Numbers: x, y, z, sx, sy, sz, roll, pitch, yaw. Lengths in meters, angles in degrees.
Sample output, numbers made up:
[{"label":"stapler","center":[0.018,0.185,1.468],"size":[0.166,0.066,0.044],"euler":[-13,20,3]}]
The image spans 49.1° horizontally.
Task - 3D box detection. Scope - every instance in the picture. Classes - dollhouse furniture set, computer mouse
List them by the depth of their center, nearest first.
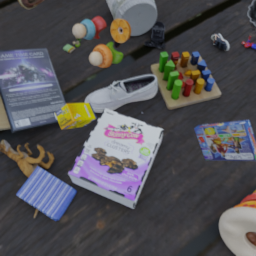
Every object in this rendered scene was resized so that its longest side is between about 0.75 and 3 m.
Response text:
[{"label":"dollhouse furniture set","center":[-2.486,-3.780,12.487],"size":[0.458,0.354,0.917],"euler":[33,65,18]},{"label":"computer mouse","center":[1.292,-4.182,12.754],"size":[0.965,0.367,1.393],"euler":[11,73,4]}]

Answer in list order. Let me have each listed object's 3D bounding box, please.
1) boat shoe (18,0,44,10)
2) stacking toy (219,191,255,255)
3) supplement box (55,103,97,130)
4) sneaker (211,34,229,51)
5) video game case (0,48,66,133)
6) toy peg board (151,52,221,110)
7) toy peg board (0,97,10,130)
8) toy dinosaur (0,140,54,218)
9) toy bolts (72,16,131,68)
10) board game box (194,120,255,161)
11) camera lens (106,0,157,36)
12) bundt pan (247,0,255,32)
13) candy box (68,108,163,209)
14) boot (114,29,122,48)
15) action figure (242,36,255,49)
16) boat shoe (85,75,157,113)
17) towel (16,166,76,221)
[{"label":"boat shoe","center":[-2.245,-4.129,7.928],"size":[1.994,0.719,0.718],"euler":[-47,36,-13]},{"label":"stacking toy","center":[4.239,2.440,8.356],"size":[2.189,2.189,2.995],"euler":[34,47,18]},{"label":"supplement box","center":[-1.479,-0.345,7.995],"size":[0.544,1.000,0.548],"euler":[-30,80,32]},{"label":"sneaker","center":[4.060,-3.764,12.446],"size":[0.430,0.425,1.083],"euler":[-11,50,-12]},{"label":"video game case","center":[-3.544,-1.463,10.169],"size":[2.137,0.284,2.992],"euler":[-15,80,-35]},{"label":"toy peg board","center":[2.323,-2.148,11.128],"size":[2.228,1.094,2.237],"euler":[-14,62,-8]},{"label":"toy peg board","center":[-4.791,-0.888,10.593],"size":[2.262,1.106,2.252],"euler":[-9,76,-5]},{"label":"toy dinosaur","center":[-3.205,1.409,9.445],"size":[1.465,0.833,2.759],"euler":[-41,76,-1]},{"label":"toy bolts","center":[-0.876,-2.764,8.450],"size":[1.581,1.510,1.096],"euler":[47,43,10]},{"label":"board game box","center":[2.225,0.323,6.407],"size":[0.226,1.312,0.888],"euler":[-31,105,-36]},{"label":"camera lens","center":[0.097,-5.644,12.643],"size":[1.930,1.930,2.413],"euler":[-16,63,-9]},{"label":"bundt pan","center":[4.491,-3.427,8.661],"size":[1.549,0.581,1.549],"euler":[-7,66,15]},{"label":"candy box","center":[-0.333,0.943,9.425],"size":[2.264,0.965,2.699],"euler":[20,62,11]},{"label":"boot","center":[-0.210,-3.346,10.434],"size":[0.309,0.827,0.401],"euler":[45,42,9]},{"label":"action figure","center":[5.597,-3.708,12.376],"size":[1.054,0.522,0.344],"euler":[19,62,14]},{"label":"boat shoe","center":[-0.245,-1.383,10.736],"size":[2.932,1.005,1.056],"euler":[-10,61,-6]},{"label":"towel","center":[-2.606,2.106,9.024],"size":[1.587,0.189,1.149],"euler":[32,63,2]}]
